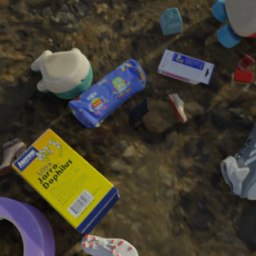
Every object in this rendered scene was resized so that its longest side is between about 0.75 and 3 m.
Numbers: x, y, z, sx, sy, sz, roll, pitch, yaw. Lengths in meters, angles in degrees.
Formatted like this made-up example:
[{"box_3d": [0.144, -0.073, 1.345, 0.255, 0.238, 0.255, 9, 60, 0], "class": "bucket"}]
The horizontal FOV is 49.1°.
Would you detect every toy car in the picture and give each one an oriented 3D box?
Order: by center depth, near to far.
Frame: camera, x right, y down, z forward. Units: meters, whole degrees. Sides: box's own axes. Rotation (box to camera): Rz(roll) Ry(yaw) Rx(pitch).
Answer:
[{"box_3d": [5.114, -4.308, 10.481, 2.754, 2.539, 2.436, 7, 67, -28], "class": "toy car"}]

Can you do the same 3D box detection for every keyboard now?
[{"box_3d": [0.319, -0.351, 8.848, 0.134, 1.297, 0.824, 3, 66, -26], "class": "keyboard"}]

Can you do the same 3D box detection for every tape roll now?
[{"box_3d": [-3.643, 3.484, 7.776, 2.941, 1.249, 2.941, 0, 70, 0], "class": "tape roll"}]

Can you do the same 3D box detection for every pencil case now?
[{"box_3d": [-0.636, -1.121, 9.564, 2.849, 1.112, 1.238, -40, 84, -14], "class": "pencil case"}]

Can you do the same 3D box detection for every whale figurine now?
[{"box_3d": [-2.349, -1.921, 9.973, 2.558, 1.327, 2.035, 27, 71, 36], "class": "whale figurine"}]

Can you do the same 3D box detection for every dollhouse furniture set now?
[{"box_3d": [4.873, -2.020, 9.628, 2.334, 0.949, 1.256, 9, 76, 5], "class": "dollhouse furniture set"}]

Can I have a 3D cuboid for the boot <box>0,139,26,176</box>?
[{"box_3d": [-3.928, 0.930, 9.220, 1.217, 0.428, 0.890, -29, 66, -11], "class": "boot"}]

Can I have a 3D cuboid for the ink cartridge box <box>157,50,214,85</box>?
[{"box_3d": [2.135, -2.203, 10.396, 1.922, 0.356, 0.910, 19, 70, 9], "class": "ink cartridge box"}]

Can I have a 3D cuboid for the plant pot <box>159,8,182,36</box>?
[{"box_3d": [1.687, -4.212, 10.924, 0.751, 0.767, 0.753, -13, 70, -4], "class": "plant pot"}]

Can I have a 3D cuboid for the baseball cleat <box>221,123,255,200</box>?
[{"box_3d": [3.767, 0.868, 8.909, 1.418, 0.929, 2.665, 14, 69, 2], "class": "baseball cleat"}]

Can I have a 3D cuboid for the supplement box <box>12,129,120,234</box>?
[{"box_3d": [-1.753, 1.622, 8.329, 2.762, 1.503, 1.513, 39, 74, 13], "class": "supplement box"}]

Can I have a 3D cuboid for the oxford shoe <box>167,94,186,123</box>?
[{"box_3d": [1.805, -0.719, 9.803, 0.433, 0.416, 1.174, -20, 71, -12], "class": "oxford shoe"}]

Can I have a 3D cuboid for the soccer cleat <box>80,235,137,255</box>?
[{"box_3d": [-0.534, 3.471, 7.982, 1.692, 0.656, 0.586, 9, 48, 16], "class": "soccer cleat"}]
